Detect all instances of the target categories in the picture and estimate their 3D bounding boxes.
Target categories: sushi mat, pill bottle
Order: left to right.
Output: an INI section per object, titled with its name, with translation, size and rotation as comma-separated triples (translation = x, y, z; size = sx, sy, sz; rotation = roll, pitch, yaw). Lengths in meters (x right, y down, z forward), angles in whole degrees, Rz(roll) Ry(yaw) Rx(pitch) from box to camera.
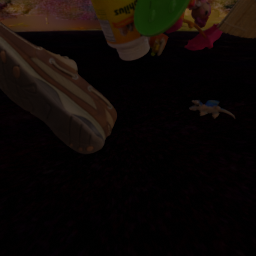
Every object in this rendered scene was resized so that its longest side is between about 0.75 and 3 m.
[pill bottle]
translation = -0.171, -3.141, 7.686
size = 1.329, 2.433, 1.329
rotation = -13, 42, 12
[sushi mat]
translation = 2.941, -2.758, 4.984
size = 1.347, 2.816, 0.170
rotation = -2, 58, -31

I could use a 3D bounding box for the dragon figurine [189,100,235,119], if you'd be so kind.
[dragon figurine]
translation = 2.591, -0.611, 8.663
size = 1.407, 0.414, 0.700
rotation = 6, 24, 17

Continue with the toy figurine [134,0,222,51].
[toy figurine]
translation = 1.531, -2.963, 7.089
size = 2.148, 2.334, 1.752
rotation = 17, -16, -40

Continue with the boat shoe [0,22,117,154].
[boat shoe]
translation = -0.871, -0.499, 3.113
size = 0.645, 1.798, 0.681
rotation = -50, 9, -38

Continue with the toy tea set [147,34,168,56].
[toy tea set]
translation = 1.051, -3.426, 9.064
size = 0.772, 2.085, 1.240
rotation = 22, 22, 3
